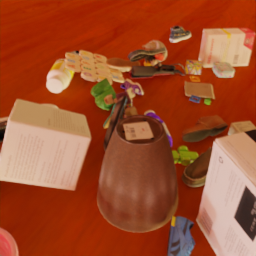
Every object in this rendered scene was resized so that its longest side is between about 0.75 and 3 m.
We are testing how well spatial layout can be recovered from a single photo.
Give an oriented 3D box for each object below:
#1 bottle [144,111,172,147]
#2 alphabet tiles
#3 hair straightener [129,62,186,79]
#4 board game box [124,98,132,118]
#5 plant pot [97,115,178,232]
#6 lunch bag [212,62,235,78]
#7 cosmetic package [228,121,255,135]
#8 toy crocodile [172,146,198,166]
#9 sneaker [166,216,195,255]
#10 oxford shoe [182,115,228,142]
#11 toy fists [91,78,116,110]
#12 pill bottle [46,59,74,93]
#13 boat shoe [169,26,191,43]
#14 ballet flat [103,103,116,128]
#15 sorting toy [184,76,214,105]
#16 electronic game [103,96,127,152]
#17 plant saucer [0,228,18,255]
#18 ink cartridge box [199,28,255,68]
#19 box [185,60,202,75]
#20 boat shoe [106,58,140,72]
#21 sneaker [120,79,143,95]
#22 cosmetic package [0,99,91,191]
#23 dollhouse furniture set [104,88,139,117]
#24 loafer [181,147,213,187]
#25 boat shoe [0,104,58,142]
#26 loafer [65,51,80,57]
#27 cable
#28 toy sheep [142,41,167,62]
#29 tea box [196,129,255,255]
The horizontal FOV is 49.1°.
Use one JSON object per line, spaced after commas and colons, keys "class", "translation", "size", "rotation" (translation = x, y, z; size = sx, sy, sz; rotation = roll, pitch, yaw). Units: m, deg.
{"class": "bottle", "translation": [0.977, 0.057, 10.059], "size": [0.778, 0.608, 1.862], "rotation": [-12, 39, -2]}
{"class": "alphabet tiles", "translation": [-1.591, -2.943, 13.471], "size": [2.812, 0.210, 2.875], "rotation": [11, 35, -20]}
{"class": "hair straightener", "translation": [1.490, -2.722, 13.431], "size": [2.813, 1.082, 0.576], "rotation": [1, 81, -11]}
{"class": "board game box", "translation": [0.001, -0.825, 10.985], "size": [0.301, 0.878, 1.062], "rotation": [2, 38, 2]}
{"class": "plant pot", "translation": [0.265, 0.999, 7.337], "size": [2.337, 2.500, 2.337], "rotation": [0, 39, 0]}
{"class": "lunch bag", "translation": [4.787, -2.943, 14.058], "size": [0.919, 0.442, 1.146], "rotation": [-2, 38, -3]}
{"class": "cosmetic package", "translation": [4.182, 0.434, 9.643], "size": [0.772, 0.545, 1.492], "rotation": [-6, 37, -9]}
{"class": "toy crocodile", "translation": [1.476, 0.949, 8.986], "size": [1.707, 0.527, 0.576], "rotation": [2, 46, -16]}
{"class": "sneaker", "translation": [1.236, 2.842, 6.552], "size": [0.671, 0.564, 1.711], "rotation": [11, 39, 10]}
{"class": "oxford shoe", "translation": [2.592, -0.010, 9.948], "size": [2.021, 0.721, 0.720], "rotation": [-14, 61, -32]}
{"class": "toy fists", "translation": [-1.010, -1.382, 11.780], "size": [0.916, 0.618, 1.796], "rotation": [-30, 42, 2]}
{"class": "pill bottle", "translation": [-3.132, -2.355, 12.843], "size": [0.996, 0.996, 1.790], "rotation": [2, 37, 3]}
{"class": "boat shoe", "translation": [3.363, -6.058, 17.701], "size": [1.900, 0.863, 0.672], "rotation": [-32, 48, -34]}
{"class": "ballet flat", "translation": [-0.485, -0.450, 10.849], "size": [0.496, 0.541, 1.575], "rotation": [32, 42, -8]}
{"class": "sorting toy", "translation": [3.149, -1.643, 12.524], "size": [1.282, 0.310, 2.277], "rotation": [9, 39, 4]}
{"class": "electronic game", "translation": [-0.379, -0.094, 9.176], "size": [0.412, 1.981, 1.981], "rotation": [18, 39, 0]}
{"class": "plant saucer", "translation": [-3.452, 3.172, 6.165], "size": [2.026, 0.514, 2.026], "rotation": [1, 38, 0]}
{"class": "ink cartridge box", "translation": [5.043, -4.170, 14.546], "size": [2.410, 1.749, 1.005], "rotation": [-2, 36, -3]}
{"class": "box", "translation": [3.289, -3.048, 14.100], "size": [0.760, 0.481, 0.789], "rotation": [7, 31, 8]}
{"class": "boat shoe", "translation": [-0.275, -3.057, 13.990], "size": [1.705, 0.591, 0.604], "rotation": [5, 61, -8]}
{"class": "sneaker", "translation": [0.172, -1.723, 12.575], "size": [0.558, 0.540, 1.338], "rotation": [-40, 44, -18]}
{"class": "cosmetic package", "translation": [-2.318, 0.450, 7.813], "size": [2.059, 1.723, 1.713], "rotation": [14, 19, -20]}
{"class": "dollhouse furniture set", "translation": [0.058, -0.734, 10.675], "size": [1.211, 1.528, 1.085], "rotation": [-12, 17, 41]}
{"class": "loafer", "translation": [2.493, 0.951, 8.555], "size": [2.160, 0.752, 0.812], "rotation": [-35, 43, -16]}
{"class": "boat shoe", "translation": [-3.705, -0.099, 10.017], "size": [2.624, 0.917, 0.869], "rotation": [-15, 39, -16]}
{"class": "loafer", "translation": [-2.917, -4.134, 15.591], "size": [1.228, 0.428, 0.462], "rotation": [8, 39, 11]}
{"class": "cable", "translation": [1.029, -3.277, 13.043], "size": [1.380, 0.715, 2.842], "rotation": [-25, 1, 24]}
{"class": "toy sheep", "translation": [1.445, -3.979, 14.717], "size": [1.203, 1.203, 1.745], "rotation": [32, 11, 34]}
{"class": "tea box", "translation": [3.382, 1.581, 6.257], "size": [2.839, 2.886, 1.928], "rotation": [-11, 39, -14]}
